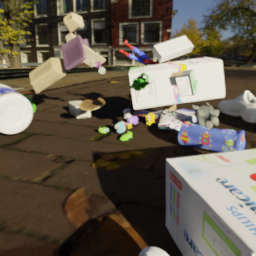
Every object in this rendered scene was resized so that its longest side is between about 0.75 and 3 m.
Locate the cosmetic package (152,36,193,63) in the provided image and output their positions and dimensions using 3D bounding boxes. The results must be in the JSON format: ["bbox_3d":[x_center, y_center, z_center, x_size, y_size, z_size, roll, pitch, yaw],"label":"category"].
[{"bbox_3d":[1.504,-2.657,9.450,1.298,0.536,0.329,-22,-20,-19],"label":"cosmetic package"}]

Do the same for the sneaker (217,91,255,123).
[{"bbox_3d":[4.872,-1.050,12.041,0.985,1.159,2.618,-7,17,-18],"label":"sneaker"}]

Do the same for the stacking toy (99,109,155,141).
[{"bbox_3d":[-0.052,-0.148,9.679,1.257,0.392,1.667,15,37,44],"label":"stacking toy"}]

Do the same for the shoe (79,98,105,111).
[{"bbox_3d":[-1.268,-0.756,9.669,0.311,0.408,1.167,-38,-11,36],"label":"shoe"}]

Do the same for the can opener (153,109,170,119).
[{"bbox_3d":[1.239,-0.478,10.426,1.048,0.348,0.276,-12,50,-43],"label":"can opener"}]

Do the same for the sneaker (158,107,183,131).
[{"bbox_3d":[1.661,-0.308,9.851,1.177,0.823,0.458,6,3,9],"label":"sneaker"}]

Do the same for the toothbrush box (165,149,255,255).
[{"bbox_3d":[2.254,1.207,3.784,2.980,1.283,2.169,-6,17,-11],"label":"toothbrush box"}]

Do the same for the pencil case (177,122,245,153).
[{"bbox_3d":[2.375,0.301,8.041,1.901,0.742,0.826,11,9,36],"label":"pencil case"}]

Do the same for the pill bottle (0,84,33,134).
[{"bbox_3d":[-3.919,-0.696,8.650,1.211,1.211,2.023,-13,28,-39],"label":"pill bottle"}]

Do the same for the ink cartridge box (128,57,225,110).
[{"bbox_3d":[1.511,-1.554,9.395,2.858,1.200,2.070,-7,16,4],"label":"ink cartridge box"}]

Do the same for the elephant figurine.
[{"bbox_3d":[2.696,-0.409,9.704,0.848,0.930,1.198,-3,9,16],"label":"elephant figurine"}]

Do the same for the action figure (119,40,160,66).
[{"bbox_3d":[0.617,-2.629,10.627,1.826,0.596,0.904,33,23,-3],"label":"action figure"}]

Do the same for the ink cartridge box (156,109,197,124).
[{"bbox_3d":[2.077,-0.402,11.237,1.755,0.368,1.047,-19,24,-41],"label":"ink cartridge box"}]

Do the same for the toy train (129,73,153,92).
[{"bbox_3d":[0.309,-1.077,6.743,0.330,0.244,1.171,26,-7,-11],"label":"toy train"}]

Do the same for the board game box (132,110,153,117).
[{"bbox_3d":[0.932,-0.603,12.353,1.405,0.137,0.723,11,18,35],"label":"board game box"}]

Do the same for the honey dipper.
[{"bbox_3d":[1.572,-1.860,10.892,0.541,2.846,0.541,-5,42,5],"label":"honey dipper"}]

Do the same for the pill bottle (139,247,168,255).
[{"bbox_3d":[0.109,1.793,2.959,0.620,0.620,1.113,8,17,25],"label":"pill bottle"}]

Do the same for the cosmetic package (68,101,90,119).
[{"bbox_3d":[-2.153,-0.813,12.344,0.641,0.541,1.240,-8,18,-24],"label":"cosmetic package"}]

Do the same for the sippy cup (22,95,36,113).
[{"bbox_3d":[-4.737,-0.904,12.276,1.146,0.900,0.840,-22,24,10],"label":"sippy cup"}]

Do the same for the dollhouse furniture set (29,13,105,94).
[{"bbox_3d":[-2.067,-2.216,9.613,2.433,1.928,1.727,-27,-25,22],"label":"dollhouse furniture set"}]
